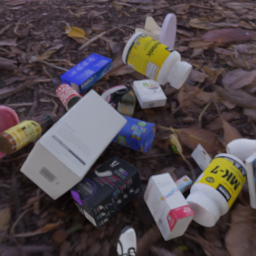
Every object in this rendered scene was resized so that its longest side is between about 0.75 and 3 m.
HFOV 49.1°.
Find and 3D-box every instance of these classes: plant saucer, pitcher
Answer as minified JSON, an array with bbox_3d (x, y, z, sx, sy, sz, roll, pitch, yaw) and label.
[{"bbox_3d":[-4.891,0.167,10.311,0.514,2.030,2.030,15,47,19],"label":"plant saucer"},{"bbox_3d":[4.432,0.826,10.607,1.336,1.146,0.810,-12,76,3],"label":"pitcher"}]

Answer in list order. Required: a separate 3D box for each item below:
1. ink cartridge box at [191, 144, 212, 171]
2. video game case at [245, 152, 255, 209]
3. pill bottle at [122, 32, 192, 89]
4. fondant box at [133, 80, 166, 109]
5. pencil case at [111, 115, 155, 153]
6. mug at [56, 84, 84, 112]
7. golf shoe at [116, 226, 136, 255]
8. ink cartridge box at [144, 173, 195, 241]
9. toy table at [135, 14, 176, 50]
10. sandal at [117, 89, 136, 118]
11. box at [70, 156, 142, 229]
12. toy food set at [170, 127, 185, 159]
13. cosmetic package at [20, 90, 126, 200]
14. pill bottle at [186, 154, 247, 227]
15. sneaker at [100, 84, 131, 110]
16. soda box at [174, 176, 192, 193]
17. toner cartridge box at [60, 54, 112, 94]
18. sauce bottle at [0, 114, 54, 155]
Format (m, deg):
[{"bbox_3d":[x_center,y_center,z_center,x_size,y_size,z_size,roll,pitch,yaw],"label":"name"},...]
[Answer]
[{"bbox_3d":[2.732,1.071,10.300,0.171,0.681,0.784,-7,48,-32],"label":"ink cartridge box"},{"bbox_3d":[4.567,1.430,9.209,1.771,1.943,0.223,-30,29,-23],"label":"video game case"},{"bbox_3d":[1.184,-2.650,11.302,2.582,1.437,1.437,33,53,12],"label":"pill bottle"},{"bbox_3d":[0.994,-1.637,13.296,1.137,0.459,1.576,-8,47,-12],"label":"fondant box"},{"bbox_3d":[-0.337,0.129,10.839,2.820,1.225,1.100,14,38,24],"label":"pencil case"},{"bbox_3d":[-2.620,-1.324,12.922,0.908,1.208,1.361,-50,50,4],"label":"mug"},{"bbox_3d":[0.064,3.548,7.544,0.783,0.644,1.658,-5,73,48],"label":"golf shoe"},{"bbox_3d":[1.210,2.425,8.721,0.697,1.201,1.627,-7,44,-23],"label":"ink cartridge box"},{"bbox_3d":[1.500,-4.668,14.776,1.512,2.374,2.583,11,78,24],"label":"toy table"},{"bbox_3d":[-0.103,-1.286,12.813,0.927,0.623,2.309,3,39,-1],"label":"sandal"},{"bbox_3d":[-0.673,2.025,9.127,1.991,1.056,1.217,-35,42,-29],"label":"box"},{"bbox_3d":[1.828,0.636,10.893,0.245,0.843,1.221,-25,45,15],"label":"toy food set"},{"bbox_3d":[-1.833,0.593,9.276,1.639,2.658,2.666,43,51,-5],"label":"cosmetic package"},{"bbox_3d":[2.854,2.001,9.108,1.289,1.289,2.256,30,54,27],"label":"pill bottle"},{"bbox_3d":[-0.738,-1.072,11.932,2.291,0.989,0.920,-25,5,35],"label":"sneaker"},{"bbox_3d":[1.723,2.092,9.705,1.044,0.332,0.357,-27,51,-23],"label":"soda box"},{"bbox_3d":[-2.092,-2.854,14.452,1.271,0.577,2.675,27,51,23],"label":"toner cartridge box"},{"bbox_3d":[-3.896,0.116,10.914,0.863,0.863,2.613,17,31,17],"label":"sauce bottle"}]
